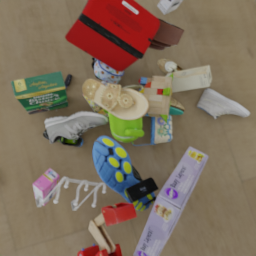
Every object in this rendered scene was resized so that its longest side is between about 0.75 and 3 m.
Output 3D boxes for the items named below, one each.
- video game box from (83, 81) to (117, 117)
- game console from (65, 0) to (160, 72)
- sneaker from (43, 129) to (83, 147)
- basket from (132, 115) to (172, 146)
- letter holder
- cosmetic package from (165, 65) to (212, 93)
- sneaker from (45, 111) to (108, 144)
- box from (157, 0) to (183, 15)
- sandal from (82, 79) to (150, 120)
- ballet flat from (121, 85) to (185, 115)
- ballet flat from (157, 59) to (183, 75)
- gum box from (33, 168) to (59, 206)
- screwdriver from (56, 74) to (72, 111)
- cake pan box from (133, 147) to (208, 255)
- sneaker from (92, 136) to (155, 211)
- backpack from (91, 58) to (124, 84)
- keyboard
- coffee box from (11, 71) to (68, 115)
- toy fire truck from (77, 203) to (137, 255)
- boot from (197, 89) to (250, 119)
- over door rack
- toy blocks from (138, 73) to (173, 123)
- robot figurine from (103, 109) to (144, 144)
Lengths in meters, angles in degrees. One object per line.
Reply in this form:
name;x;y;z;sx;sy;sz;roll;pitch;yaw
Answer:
video game box;-0.832;-1.111;10.534;1.310;0.307;1.193;-36;86;-4
game console;-0.483;-2.956;8.476;2.166;1.286;1.867;27;94;-26
sneaker;-2.382;0.327;10.230;1.493;0.619;0.529;16;85;3
basket;0.834;-0.003;10.016;1.445;1.005;1.274;-2;81;6
letter holder;0.978;-3.145;9.531;1.444;0.726;1.026;9;117;-31
cosmetic package;2.087;-1.690;9.804;1.517;0.785;0.554;-6;115;25
sneaker;-1.725;0.022;9.581;2.302;0.860;0.944;-10;80;19
box;1.727;-4.684;9.667;0.442;1.472;0.858;49;55;1
sandal;-0.629;-0.898;8.164;2.524;0.830;0.925;25;99;34
ballet flat;0.694;-1.060;10.094;2.870;1.012;0.937;6;74;-12
ballet flat;1.860;-2.122;10.545;1.702;0.556;0.600;35;84;4
gum box;-2.604;1.928;8.970;0.417;1.260;0.715;35;54;12
screwdriver;-2.457;-1.320;10.686;0.213;0.222;1.529;19;92;30
cake pan box;1.302;2.336;8.377;0.746;2.628;2.853;28;128;19
sneaker;-0.256;1.443;8.677;1.052;1.230;2.968;-42;122;-12
backpack;-0.640;-2.157;9.972;1.259;0.970;1.200;13;51;-18
keyboard;0.451;1.832;7.777;1.099;0.113;0.699;-15;69;-41
coffee box;-2.808;-1.069;9.273;1.521;2.473;0.544;-13;83;-13
toy fire truck;-0.709;3.403;8.235;0.700;2.871;2.025;-4;72;-41
boot;3.479;-0.662;10.399;1.826;0.672;0.873;31;91;11
over door rack;-1.597;1.977;7.814;1.284;1.738;0.579;19;47;-36
toy blocks;0.810;-1.040;9.294;1.165;0.852;1.704;6;79;13
robot figurine;-0.083;-0.294;9.198;1.071;1.852;1.625;-27;47;-23
